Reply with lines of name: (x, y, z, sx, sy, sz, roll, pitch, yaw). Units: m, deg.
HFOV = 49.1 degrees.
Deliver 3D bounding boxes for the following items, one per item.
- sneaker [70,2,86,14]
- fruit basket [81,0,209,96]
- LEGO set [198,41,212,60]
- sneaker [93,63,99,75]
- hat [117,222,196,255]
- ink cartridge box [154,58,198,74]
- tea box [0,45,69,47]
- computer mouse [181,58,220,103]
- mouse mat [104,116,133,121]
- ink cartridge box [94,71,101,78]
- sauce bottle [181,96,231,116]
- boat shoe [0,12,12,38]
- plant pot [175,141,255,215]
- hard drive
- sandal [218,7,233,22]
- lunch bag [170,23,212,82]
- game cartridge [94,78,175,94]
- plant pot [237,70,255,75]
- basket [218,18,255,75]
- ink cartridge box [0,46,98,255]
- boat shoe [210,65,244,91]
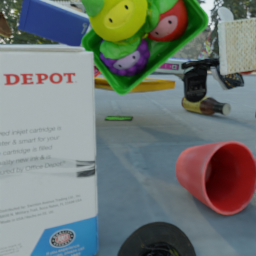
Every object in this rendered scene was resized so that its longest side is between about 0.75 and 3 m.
sneaker: (-1.919, -4.793, 11.274, 0.832, 0.481, 0.312, -2, 9, -1)
fruit basket: (0.143, -2.255, 6.246, 2.871, 2.071, 2.871, -37, -4, -3)
LEGO set: (2.628, -2.581, 9.274, 0.349, 0.759, 0.282, 26, -18, -2)
sneaker: (-1.076, -2.170, 9.020, 2.577, 1.018, 1.229, -45, 42, -18)
hat: (0.254, 1.507, 2.929, 1.002, 1.002, 0.404, -7, -24, -27)
ink cartridge box: (1.275, -2.176, 9.569, 2.738, 0.508, 1.296, 4, 18, 3)
tea box: (-3.261, -1.604, 10.631, 2.974, 2.925, 1.987, -2, 12, -8)
computer mouse: (1.981, -1.394, 8.096, 1.078, 1.557, 0.411, -6, 49, -1)
mouse mat: (-0.388, -0.410, 11.931, 1.160, 0.044, 0.934, 0, 14, 5)
ink cartridge box: (-1.172, -3.667, 12.617, 2.695, 2.185, 0.676, -33, -41, 29)
sauce bottle: (3.561, -1.045, 12.918, 0.853, 0.853, 2.585, -8, 17, -31)
boat shoe: (-3.644, -3.042, 7.787, 0.414, 1.224, 0.441, -43, -9, 33)
plant pot: (1.437, 0.778, 4.859, 1.165, 1.165, 1.030, -5, 3, -22)
hard drive: (-2.220, -3.159, 8.442, 1.930, 0.245, 1.273, 13, -33, -23)
sandal: (3.360, -3.672, 9.706, 0.575, 0.347, 1.414, 12, 54, -17)
lunch bag: (1.936, -3.300, 11.123, 2.025, 2.415, 1.683, 26, 22, 8)
game cartridge: (0.182, -1.821, 11.470, 2.493, 0.459, 2.828, 15, 21, 43)
plant pot: (4.116, -2.414, 9.130, 1.117, 1.149, 1.149, -21, 22, -27)
basket: (2.930, -2.114, 7.343, 1.082, 1.345, 1.333, -1, 14, 18)
ink cartridge box: (-1.385, 0.373, 3.282, 1.847, 2.523, 1.083, -6, 15, -23)
boat shoe: (4.099, -2.209, 11.487, 0.899, 0.700, 1.979, -7, -23, 36)
